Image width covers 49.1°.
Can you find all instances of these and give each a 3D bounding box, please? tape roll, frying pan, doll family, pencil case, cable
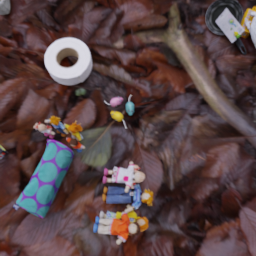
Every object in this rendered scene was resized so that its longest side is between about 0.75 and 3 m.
[{"bbox_3d":[-2.156,-2.412,10.217,1.667,0.583,1.667,0,73,0],"label":"tape roll"},{"bbox_3d":[3.973,-3.941,10.597,2.206,0.359,1.334,39,109,5],"label":"frying pan"},{"bbox_3d":[-0.037,2.388,8.722,1.565,1.136,2.521,2,56,8],"label":"doll family"},{"bbox_3d":[-2.137,0.050,9.210,1.835,1.139,0.827,23,75,6],"label":"doll family"},{"bbox_3d":[-2.608,1.574,8.843,1.076,0.991,2.329,17,73,26],"label":"pencil case"},{"bbox_3d":[5.616,-3.473,10.236,2.227,0.771,2.227,-16,85,-12],"label":"cable"}]

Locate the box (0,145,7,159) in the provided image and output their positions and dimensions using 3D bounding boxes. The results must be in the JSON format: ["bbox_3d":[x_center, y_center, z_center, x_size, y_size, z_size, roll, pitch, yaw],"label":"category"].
[{"bbox_3d":[-5.429,0.437,9.471,2.441,0.424,1.343,43,78,11],"label":"box"}]

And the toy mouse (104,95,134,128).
[{"bbox_3d":[-0.206,-0.789,9.916,1.255,0.243,1.115,38,77,10],"label":"toy mouse"}]

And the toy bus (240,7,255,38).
[{"bbox_3d":[4.662,-4.106,10.792,0.499,0.415,1.274,22,76,6],"label":"toy bus"}]

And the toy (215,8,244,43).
[{"bbox_3d":[3.834,-3.812,10.455,0.265,0.645,1.121,-14,68,-34],"label":"toy"}]

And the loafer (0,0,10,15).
[{"bbox_3d":[-5.026,-5.418,11.030,0.686,0.684,1.962,-13,74,-4],"label":"loafer"}]
